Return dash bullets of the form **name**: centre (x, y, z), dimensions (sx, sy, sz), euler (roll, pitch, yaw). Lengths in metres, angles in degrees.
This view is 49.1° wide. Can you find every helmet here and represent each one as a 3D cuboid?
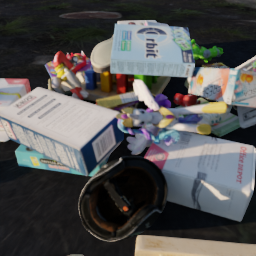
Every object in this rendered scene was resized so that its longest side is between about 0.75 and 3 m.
- **helmet**: centre (-0.052, 1.268, 5.192), dimensions (1.520, 1.520, 1.449), euler (15, 8, 22)

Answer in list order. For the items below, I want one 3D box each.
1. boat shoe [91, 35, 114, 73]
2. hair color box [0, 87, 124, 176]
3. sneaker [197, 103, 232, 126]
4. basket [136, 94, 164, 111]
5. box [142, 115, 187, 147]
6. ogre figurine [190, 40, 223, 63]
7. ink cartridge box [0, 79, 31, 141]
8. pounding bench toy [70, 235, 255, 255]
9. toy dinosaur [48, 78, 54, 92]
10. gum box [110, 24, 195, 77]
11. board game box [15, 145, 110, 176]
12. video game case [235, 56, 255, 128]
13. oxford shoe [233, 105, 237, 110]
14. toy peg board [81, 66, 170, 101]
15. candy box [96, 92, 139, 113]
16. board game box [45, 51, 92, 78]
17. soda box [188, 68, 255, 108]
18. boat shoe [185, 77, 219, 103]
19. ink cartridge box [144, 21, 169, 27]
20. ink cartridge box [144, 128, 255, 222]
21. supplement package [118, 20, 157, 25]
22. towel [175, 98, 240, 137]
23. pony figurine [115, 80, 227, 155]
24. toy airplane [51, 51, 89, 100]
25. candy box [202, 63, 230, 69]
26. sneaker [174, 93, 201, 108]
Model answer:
- **boat shoe**: centre (-0.470, -2.759, 10.232), dimensions (1.072, 0.889, 2.985), euler (22, 47, 7)
- **hair color box**: centre (-1.628, -0.037, 6.686), dimensions (2.772, 0.839, 1.386), euler (19, 46, 30)
- **sneaker**: centre (2.304, -0.409, 7.816), dimensions (1.763, 0.824, 0.621), euler (-13, 61, -46)
- **basket**: centre (0.841, -0.497, 8.337), dimensions (0.831, 0.922, 0.627), euler (5, 68, 52)
- **box**: centre (0.997, 0.048, 7.824), dimensions (1.155, 0.650, 0.586), euler (-7, 38, -9)
- **ogre figurine**: centre (2.984, -3.467, 12.884), dimensions (2.344, 1.150, 1.405), euler (27, 28, 18)
- **ink cartridge box**: centre (-4.107, -0.634, 8.688), dimensions (1.532, 0.888, 2.631), euler (-1, 33, -2)
- **pounding bench toy**: centre (0.372, 2.639, 2.740), dimensions (2.968, 1.844, 2.315), euler (3, 33, 5)
- **toy dinosaur**: centre (-2.320, -0.714, 8.790), dimensions (0.767, 0.413, 1.741), euler (-31, 75, -17)
- **gum box**: centre (0.756, -2.572, 9.115), dimensions (2.515, 0.560, 2.136), euler (4, 48, 0)
- **board game box**: centre (-1.538, 0.445, 7.374), dimensions (2.139, 0.502, 1.615), euler (6, 33, 10)
- **video game case**: centre (3.734, -1.189, 7.381), dimensions (0.237, 2.065, 1.881), euler (14, 63, -29)
- **oxford shoe**: centre (3.869, -1.398, 8.464), dimensions (0.736, 2.079, 0.767), euler (32, 26, 29)
- **toy peg board**: centre (-0.130, -2.179, 10.560), dimensions (2.943, 1.445, 2.955), euler (12, 35, 17)
- **candy box**: centre (-0.332, -0.653, 8.714), dimensions (1.338, 0.781, 0.378), euler (-14, 63, -17)
- **board game box**: centre (-2.551, -2.948, 12.601), dimensions (2.179, 0.537, 2.757), euler (-13, 35, -19)
- **soda box**: centre (2.681, -1.206, 7.914), dimensions (0.931, 0.866, 2.723), euler (6, 11, -11)
- **boat shoe**: centre (2.832, -1.322, 9.809), dimensions (1.795, 0.557, 0.646), euler (34, 62, 4)
- **ink cartridge box**: centre (1.249, -3.640, 11.021), dimensions (0.984, 0.346, 1.648), euler (3, 43, -13)
- **ink cartridge box**: centre (1.540, 0.927, 6.234), dimensions (2.205, 0.913, 1.616), euler (13, 35, 19)
- **supplement package**: centre (0.542, -4.197, 13.599), dimensions (1.988, 1.529, 2.079), euler (-4, 34, -6)
- **towel**: centre (2.606, -0.402, 8.952), dimensions (1.410, 0.216, 1.849), euler (-21, 38, -31)
- **pony figurine**: centre (0.765, -0.252, 6.514), dimensions (2.270, 1.890, 2.191), euler (0, 2, -7)
- **toy airplane**: centre (-2.067, -1.534, 9.476), dimensions (1.152, 1.632, 1.625), euler (-25, 56, -36)
- **candy box**: centre (3.791, -2.185, 11.502), dimensions (0.935, 0.453, 1.603), euler (-9, 32, -12)
- **sneaker**: centre (1.709, -0.800, 8.695), dimensions (0.811, 0.550, 1.404), euler (19, 1, 25)
